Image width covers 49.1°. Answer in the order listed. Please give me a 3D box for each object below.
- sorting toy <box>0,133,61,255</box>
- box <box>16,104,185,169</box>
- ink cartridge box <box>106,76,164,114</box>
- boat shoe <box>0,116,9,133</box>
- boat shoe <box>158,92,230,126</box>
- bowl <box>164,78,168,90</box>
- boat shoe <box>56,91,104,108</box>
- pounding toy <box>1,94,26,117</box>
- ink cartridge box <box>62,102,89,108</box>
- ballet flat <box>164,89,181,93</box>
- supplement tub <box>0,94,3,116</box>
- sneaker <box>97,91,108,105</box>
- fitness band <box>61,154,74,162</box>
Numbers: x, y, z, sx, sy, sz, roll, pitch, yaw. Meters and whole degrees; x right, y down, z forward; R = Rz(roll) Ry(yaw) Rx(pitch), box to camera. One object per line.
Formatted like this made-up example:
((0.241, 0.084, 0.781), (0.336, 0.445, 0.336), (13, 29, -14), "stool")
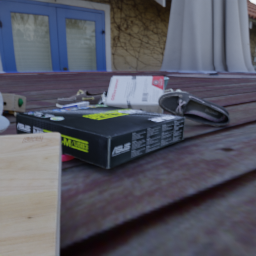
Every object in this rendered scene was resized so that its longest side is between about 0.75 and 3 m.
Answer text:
((-1.937, 0.905, 2.431), (2.664, 0.927, 2.648), (-4, 15, -12), "sorting toy")
((-0.561, -0.012, 6.485), (2.774, 0.682, 2.872), (10, 14, 37), "box")
((0.283, -1.038, 9.448), (1.810, 0.750, 1.328), (2, 53, 10), "ink cartridge box")
((-3.286, 0.173, 6.021), (0.601, 0.556, 1.629), (36, 27, 2), "boat shoe")
((1.950, -0.556, 8.176), (2.169, 0.725, 0.618), (15, 17, -4), "boat shoe")
((1.161, -2.112, 14.577), (1.857, 0.971, 1.857), (0, 13, 0), "bowl")
((-1.597, -1.117, 11.034), (2.478, 0.738, 0.890), (1, 14, 5), "boat shoe")
((-4.176, -0.767, 9.927), (1.130, 0.803, 1.040), (4, 0, 6), "pounding toy")
((-1.683, -0.539, 9.194), (0.232, 0.494, 1.050), (1, 12, 33), "ink cartridge box")
((2.021, -1.381, 12.379), (1.823, 0.613, 0.621), (11, 17, 36), "ballet flat")
((-5.023, -0.743, 8.748), (1.829, 1.121, 1.121), (0, 14, 3), "supplement tub")
((-0.902, -0.708, 10.001), (0.478, 0.651, 1.438), (30, 35, -13), "sneaker")
((-1.365, 0.500, 5.745), (0.599, 0.156, 0.834), (2, 12, 4), "fitness band")
